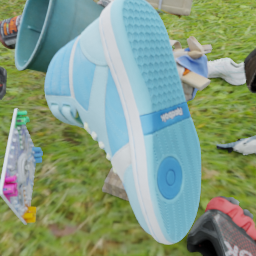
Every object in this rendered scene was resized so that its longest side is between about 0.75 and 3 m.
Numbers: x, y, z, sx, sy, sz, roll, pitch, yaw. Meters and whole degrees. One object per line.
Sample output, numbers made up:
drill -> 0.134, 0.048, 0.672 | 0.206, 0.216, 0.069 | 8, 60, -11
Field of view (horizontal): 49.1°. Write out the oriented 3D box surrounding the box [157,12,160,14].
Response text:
box -> 0.836, -4.568, 9.763 | 1.504, 1.191, 0.363 | -18, 46, 11

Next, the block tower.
block tower -> 0.253, 1.389, 6.196 | 1.656, 0.479, 0.447 | 15, 48, 16

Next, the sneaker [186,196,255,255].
sneaker -> 2.170, 2.548, 4.666 | 1.445, 1.045, 2.957 | -28, 50, -25

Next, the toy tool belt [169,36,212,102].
toy tool belt -> 0.913, -0.882, 4.298 | 0.962, 0.978, 1.566 | -1, 30, 31

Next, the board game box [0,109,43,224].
board game box -> -1.594, 0.625, 4.357 | 0.176, 1.359, 1.359 | -1, 55, -5

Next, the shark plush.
shark plush -> 3.029, 0.473, 7.281 | 1.368, 0.622, 0.570 | -18, 24, 10

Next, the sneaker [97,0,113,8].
sneaker -> -0.771, -4.906, 12.026 | 0.803, 0.867, 2.150 | -29, 53, -22

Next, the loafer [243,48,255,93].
loafer -> 3.357, -1.575, 5.690 | 1.043, 2.859, 1.020 | 16, 67, 0

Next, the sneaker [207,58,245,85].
sneaker -> 3.039, -2.024, 9.328 | 1.843, 0.738, 0.648 | 15, 49, 16

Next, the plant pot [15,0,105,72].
plant pot -> -1.030, -1.794, 5.623 | 1.854, 1.893, 1.893 | 14, 36, -36

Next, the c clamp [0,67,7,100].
c clamp -> -3.291, -0.637, 5.492 | 1.923, 0.305, 2.251 | -24, 36, -14

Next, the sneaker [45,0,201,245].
sneaker -> -0.183, 0.019, 3.831 | 1.909, 2.924, 1.163 | -13, -3, 42

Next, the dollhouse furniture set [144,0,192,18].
dollhouse furniture set -> 1.103, -4.594, 8.171 | 1.715, 2.618, 1.314 | 7, 13, -7

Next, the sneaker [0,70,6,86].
sneaker -> -3.371, -1.303, 4.631 | 1.361, 1.025, 2.911 | -44, 72, -8

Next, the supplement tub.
supplement tub -> -2.326, -2.270, 6.482 | 1.276, 0.683, 0.683 | -6, 43, 21
